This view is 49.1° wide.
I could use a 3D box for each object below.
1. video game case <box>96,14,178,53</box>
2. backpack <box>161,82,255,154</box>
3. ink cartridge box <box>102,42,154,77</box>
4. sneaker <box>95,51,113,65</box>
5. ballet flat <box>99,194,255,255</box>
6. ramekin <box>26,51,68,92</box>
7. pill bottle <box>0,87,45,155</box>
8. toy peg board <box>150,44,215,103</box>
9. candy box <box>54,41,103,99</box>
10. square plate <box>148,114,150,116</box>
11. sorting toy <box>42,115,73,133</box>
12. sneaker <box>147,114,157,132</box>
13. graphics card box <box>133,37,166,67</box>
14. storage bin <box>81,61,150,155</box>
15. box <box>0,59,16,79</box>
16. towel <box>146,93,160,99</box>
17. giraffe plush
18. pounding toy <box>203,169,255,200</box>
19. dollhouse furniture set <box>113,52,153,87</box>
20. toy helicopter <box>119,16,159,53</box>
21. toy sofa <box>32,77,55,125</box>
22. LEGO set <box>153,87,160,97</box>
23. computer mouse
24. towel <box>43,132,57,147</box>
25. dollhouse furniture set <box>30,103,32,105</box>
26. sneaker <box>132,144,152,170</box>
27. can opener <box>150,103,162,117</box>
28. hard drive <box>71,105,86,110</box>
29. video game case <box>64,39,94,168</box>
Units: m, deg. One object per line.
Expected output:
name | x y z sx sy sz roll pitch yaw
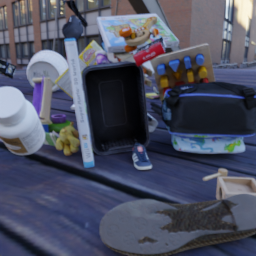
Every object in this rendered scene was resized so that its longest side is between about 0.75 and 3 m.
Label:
video game case | 0.212 -3.212 9.305 2.225 0.270 2.444 -8 42 -10
backpack | 2.058 -0.338 7.824 2.324 1.866 2.539 0 15 1
ink cartridge box | 0.004 -2.728 11.023 1.353 1.865 0.781 -27 6 -33
sneaker | -0.719 -1.945 8.775 0.430 0.472 1.068 -8 -21 19
ballet flat | 0.805 1.416 4.096 2.429 0.563 0.818 -7 54 -7
ramekin | -5.399 -3.625 18.656 2.701 2.701 1.418 1 30 3
pill bottle | -2.163 -0.105 5.418 0.831 0.831 1.454 -1 -28 -5
toy peg board | 2.347 -1.874 11.587 2.431 2.421 1.189 -12 26 15
candy box | -1.950 -2.503 12.514 2.532 1.294 0.334 -44 22 7
square plate | 0.033 -0.484 11.580 1.345 0.193 1.358 8 19 26
sorting toy | -2.924 -0.302 9.753 1.951 0.801 1.173 -2 15 -10
sneaker | 0.212 -0.519 9.436 1.616 0.645 1.052 30 1 -45
graphics card box | 0.555 -1.911 6.959 0.732 0.297 1.167 -24 19 18
storage bin | -0.362 -0.584 7.704 1.571 2.324 1.089 -8 15 -7
box | -4.477 -2.141 10.080 0.782 0.411 0.955 23 -6 -23
towel | 1.863 -1.958 17.031 1.726 0.197 1.239 -8 17 -30
giraffe plush | -1.587 0.230 7.491 0.703 0.814 0.660 -30 18 24
pounding toy | 1.805 1.147 5.054 0.912 0.475 1.038 2 15 6
dollhouse furniture set | -0.037 -1.661 8.988 1.549 1.532 0.798 -34 58 -26
toy helicopter | 0.458 -2.541 7.263 0.937 0.559 1.416 5 46 32
toy sofa | -2.344 -0.726 7.461 0.512 1.237 0.603 -1 -13 13
LEGO set | 2.538 -1.876 16.118 2.389 0.677 1.551 16 33 0
computer mouse | -1.819 -3.586 9.160 0.400 1.219 1.736 -20 33 28
towel | -2.343 0.266 7.710 0.860 0.656 0.101 10 58 11
dollhouse furniture set | -4.787 -0.870 12.568 0.843 0.423 0.553 -2 15 -6
sneaker | 0.305 0.677 6.859 0.388 0.438 1.036 -4 16 -14
can opener | 1.310 -0.653 11.154 0.541 0.436 1.375 -35 -31 24
hard drive | -2.296 -1.090 13.878 0.804 0.163 1.219 1 16 3
video game case | -1.222 -0.663 7.005 0.252 2.830 2.025 -9 14 -9
